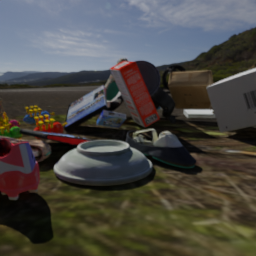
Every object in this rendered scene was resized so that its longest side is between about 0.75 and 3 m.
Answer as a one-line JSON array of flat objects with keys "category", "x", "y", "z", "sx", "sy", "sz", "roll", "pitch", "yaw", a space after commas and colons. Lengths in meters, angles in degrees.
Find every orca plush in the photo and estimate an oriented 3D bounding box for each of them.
[{"category": "orca plush", "x": -1.017, "y": -1.177, "z": 14.339, "sx": 1.503, "sy": 1.016, "sz": 2.857, "roll": 14, "pitch": 30, "yaw": 11}]

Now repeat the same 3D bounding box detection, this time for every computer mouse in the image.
[{"category": "computer mouse", "x": 1.601, "y": -0.472, "z": 10.841, "sx": 0.256, "sy": 0.873, "sz": 0.149, "roll": -10, "pitch": 39, "yaw": 38}]

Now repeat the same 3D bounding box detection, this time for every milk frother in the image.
[{"category": "milk frother", "x": 1.315, "y": -2.185, "z": 13.056, "sx": 2.705, "sy": 2.997, "sz": 2.819, "roll": 20, "pitch": -7, "yaw": 10}]

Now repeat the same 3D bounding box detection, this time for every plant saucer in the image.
[{"category": "plant saucer", "x": -0.521, "y": 0.620, "z": 5.938, "sx": 2.074, "sy": 0.521, "sz": 2.074, "roll": -1, "pitch": 10, "yaw": 0}]

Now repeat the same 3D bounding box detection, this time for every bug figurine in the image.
[{"category": "bug figurine", "x": -3.347, "y": -0.069, "z": 9.195, "sx": 2.298, "sy": 0.762, "sz": 2.963, "roll": -11, "pitch": 18, "yaw": -24}]

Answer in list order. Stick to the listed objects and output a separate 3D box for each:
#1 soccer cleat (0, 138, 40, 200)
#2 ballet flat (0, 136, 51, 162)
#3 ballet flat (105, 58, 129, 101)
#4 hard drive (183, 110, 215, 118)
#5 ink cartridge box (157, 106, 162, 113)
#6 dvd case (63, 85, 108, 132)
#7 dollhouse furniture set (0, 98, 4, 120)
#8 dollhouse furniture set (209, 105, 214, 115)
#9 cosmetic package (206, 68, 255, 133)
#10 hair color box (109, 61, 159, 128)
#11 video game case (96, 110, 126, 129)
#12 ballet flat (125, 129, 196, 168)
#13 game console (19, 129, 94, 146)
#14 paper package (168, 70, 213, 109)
[{"category": "soccer cleat", "x": -2.459, "y": 0.554, "z": 5.074, "sx": 2.447, "sy": 0.936, "sz": 0.816, "roll": 8, "pitch": 13, "yaw": 38}, {"category": "ballet flat", "x": -2.703, "y": 0.522, "z": 6.299, "sx": 1.837, "sy": 0.625, "sz": 0.618, "roll": -2, "pitch": 16, "yaw": -7}, {"category": "ballet flat", "x": -0.609, "y": -2.329, "z": 13.451, "sx": 0.797, "sy": 2.222, "sz": 0.797, "roll": 28, "pitch": 11, "yaw": -6}, {"category": "hard drive", "x": 3.781, "y": -0.698, "z": 14.042, "sx": 1.783, "sy": 0.234, "sz": 1.176, "roll": 1, "pitch": 14, "yaw": 0}, {"category": "ink cartridge box", "x": 1.873, "y": -1.085, "z": 14.856, "sx": 0.888, "sy": 0.515, "sz": 0.301, "roll": 26, "pitch": -19, "yaw": -24}, {"category": "dvd case", "x": -1.643, "y": -0.832, "z": 11.013, "sx": 1.767, "sy": 0.217, "sz": 2.476, "roll": -29, "pitch": 25, "yaw": 7}, {"category": "dollhouse furniture set", "x": -5.599, "y": -0.181, "z": 8.886, "sx": 2.400, "sy": 1.237, "sz": 2.375, "roll": -9, "pitch": 0, "yaw": 18}, {"category": "dollhouse furniture set", "x": 3.975, "y": -0.747, "z": 11.675, "sx": 0.774, "sy": 0.548, "sz": 0.842, "roll": 5, "pitch": 40, "yaw": -24}, {"category": "cosmetic package", "x": 4.629, "y": -1.232, "z": 9.554, "sx": 2.768, "sy": 1.707, "sz": 2.776, "roll": -17, "pitch": 3, "yaw": 37}, {"category": "hair color box", "x": 0.240, "y": -1.304, "z": 10.748, "sx": 0.739, "sy": 2.412, "sz": 1.224, "roll": -30, "pitch": 22, "yaw": -12}, {"category": "video game case", "x": -0.548, "y": -0.249, "z": 8.972, "sx": 0.749, "sy": 0.188, "sz": 0.826, "roll": 9, "pitch": -26, "yaw": -18}, {"category": "ballet flat", "x": 0.684, "y": 0.402, "z": 6.637, "sx": 0.753, "sy": 0.753, "sz": 2.060, "roll": -9, "pitch": 14, "yaw": -42}, {"category": "game console", "x": -1.874, "y": 0.244, "z": 7.458, "sx": 1.480, "sy": 0.260, "sz": 1.673, "roll": 17, "pitch": -8, "yaw": -43}, {"category": "paper package", "x": 2.894, "y": -1.672, "z": 12.637, "sx": 1.800, "sy": 0.931, "sz": 1.716, "roll": 1, "pitch": -35, "yaw": 26}]
